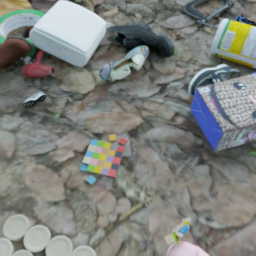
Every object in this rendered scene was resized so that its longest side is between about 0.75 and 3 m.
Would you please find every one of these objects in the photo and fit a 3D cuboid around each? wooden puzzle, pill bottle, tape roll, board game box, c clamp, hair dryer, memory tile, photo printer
[{"bbox_3d":[-0.780,0.928,8.698,1.113,0.132,1.877,12,55,8],"label":"wooden puzzle"},{"bbox_3d":[4.664,-3.150,10.804,2.570,1.449,1.449,23,58,16],"label":"pill bottle"},{"bbox_3d":[-4.462,-4.092,11.988,2.534,0.609,2.534,0,54,0],"label":"tape roll"},{"bbox_3d":[3.554,-0.540,9.122,2.343,1.135,1.868,-15,56,-10],"label":"board game box"},{"bbox_3d":[3.958,-5.578,13.250,2.428,0.385,2.842,33,61,28],"label":"c clamp"},{"bbox_3d":[-3.502,-2.599,10.707,1.496,0.534,1.964,-46,66,4],"label":"hair dryer"},{"bbox_3d":[-2.324,3.487,6.822,2.691,0.226,2.063,20,57,13],"label":"memory tile"},{"bbox_3d":[-2.218,-3.911,11.236,2.327,0.971,2.797,26,50,-5],"label":"photo printer"}]

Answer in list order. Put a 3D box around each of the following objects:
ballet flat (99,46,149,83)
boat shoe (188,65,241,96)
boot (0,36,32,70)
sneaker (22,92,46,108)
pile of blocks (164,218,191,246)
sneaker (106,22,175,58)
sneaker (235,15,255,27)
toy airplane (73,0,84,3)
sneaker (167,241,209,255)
[{"bbox_3d":[0.008,-2.328,10.580,2.262,0.814,0.814,-31,60,-16],"label":"ballet flat"},{"bbox_3d":[3.080,-1.649,9.856,2.390,0.904,0.721,-31,45,-30],"label":"boat shoe"},{"bbox_3d":[-4.870,-2.072,10.100,2.491,0.906,2.646,-3,53,15],"label":"boot"},{"bbox_3d":[-3.378,-1.004,10.003,0.862,0.319,0.342,-32,51,-28],"label":"sneaker"},{"bbox_3d":[1.301,2.635,6.921,0.899,0.279,0.369,-36,24,-22],"label":"pile of blocks"},{"bbox_3d":[0.450,-3.505,11.460,1.522,0.876,2.918,-28,54,-19],"label":"sneaker"},{"bbox_3d":[5.147,-4.388,12.096,0.697,0.774,1.988,-3,55,-1],"label":"sneaker"},{"bbox_3d":[-2.460,-6.978,13.778,1.489,1.055,1.495,38,63,25],"label":"toy airplane"},{"bbox_3d":[1.959,3.498,6.119,0.995,1.382,2.643,-34,60,-19],"label":"sneaker"}]
